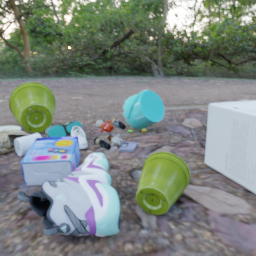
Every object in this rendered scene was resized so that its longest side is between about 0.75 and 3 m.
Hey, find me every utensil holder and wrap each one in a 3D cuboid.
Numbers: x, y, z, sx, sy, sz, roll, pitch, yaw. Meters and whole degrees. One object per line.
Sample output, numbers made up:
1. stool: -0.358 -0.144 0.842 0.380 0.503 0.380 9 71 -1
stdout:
1. utensil holder: -3.656 0.632 10.318 0.838 0.712 0.712 -17 22 -41

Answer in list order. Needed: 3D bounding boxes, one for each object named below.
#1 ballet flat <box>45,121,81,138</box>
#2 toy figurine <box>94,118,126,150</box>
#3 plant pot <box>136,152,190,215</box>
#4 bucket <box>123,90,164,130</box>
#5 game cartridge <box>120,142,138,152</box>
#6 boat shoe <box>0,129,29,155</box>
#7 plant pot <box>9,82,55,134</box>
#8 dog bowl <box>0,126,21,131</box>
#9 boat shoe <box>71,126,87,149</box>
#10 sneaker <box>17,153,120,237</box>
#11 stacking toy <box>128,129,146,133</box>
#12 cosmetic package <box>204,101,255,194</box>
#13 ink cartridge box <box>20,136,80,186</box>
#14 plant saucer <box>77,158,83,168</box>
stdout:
1. ballet flat: -2.939 0.183 12.386 0.747 0.747 2.011 10 16 35
2. toy figurine: -0.735 0.215 10.971 0.794 1.142 1.124 23 25 36
3. plant pot: 0.756 1.402 6.699 1.236 1.236 1.191 6 27 22
4. bucket: 0.764 -0.862 13.268 1.815 1.815 1.181 -14 -6 -43
5. game cartridge: 0.028 0.734 10.963 0.562 0.166 0.867 6 15 12
6. boat shoe: -4.710 0.516 10.293 0.831 0.917 2.574 7 15 27
7. plant pot: -4.488 -0.825 13.453 2.269 2.269 2.185 -6 25 -21
8. dog bowl: -5.184 0.316 11.837 1.325 0.522 1.325 0 15 0
9. boat shoe: -2.035 0.361 11.463 0.665 0.607 1.849 -3 16 -11
10. sneaker: -1.424 1.400 6.436 2.055 1.142 2.937 -3 14 -13
11. stacking toy: 0.425 -0.088 13.341 0.857 0.201 0.646 1 53 3
12. cosmetic package: 3.882 0.422 8.279 2.106 2.093 2.516 -5 15 -19
13. ink cartridge box: -2.284 0.887 8.675 1.423 0.796 2.086 -2 20 -3
14. plant saucer: -2.012 1.140 9.395 0.978 0.168 0.978 -1 15 0
